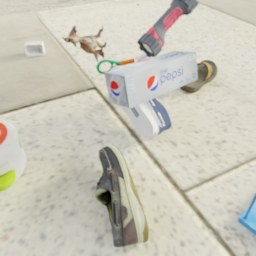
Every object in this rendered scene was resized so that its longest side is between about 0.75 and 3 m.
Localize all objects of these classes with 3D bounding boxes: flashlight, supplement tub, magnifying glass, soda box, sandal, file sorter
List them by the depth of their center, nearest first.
[{"bbox_3d":[4.421,2.047,6.278,1.945,1.719,2.803,-30,49,-29],"label":"file sorter"},{"bbox_3d":[0.770,-1.542,8.406,2.922,0.927,0.997,-25,29,-31],"label":"soda box"},{"bbox_3d":[1.354,-3.415,9.233,2.422,0.820,0.823,-47,28,-6],"label":"flashlight"},{"bbox_3d":[-0.432,-2.192,9.697,1.371,0.546,0.154,-14,51,-10],"label":"magnifying glass"},{"bbox_3d":[0.929,-1.899,10.214,1.079,1.079,1.538,-9,58,-11],"label":"supplement tub"},{"bbox_3d":[3.103,-2.413,12.193,1.094,0.730,2.676,29,48,29],"label":"sandal"}]

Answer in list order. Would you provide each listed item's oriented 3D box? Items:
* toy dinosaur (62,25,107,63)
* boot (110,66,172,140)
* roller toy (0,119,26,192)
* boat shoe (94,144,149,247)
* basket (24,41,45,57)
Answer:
[{"bbox_3d":[-1.719,-3.453,11.451,1.519,2.241,0.962,5,82,4],"label":"toy dinosaur"},{"bbox_3d":[0.410,-0.929,9.580,1.222,0.984,2.704,-21,81,-47],"label":"boot"},{"bbox_3d":[-4.067,0.728,7.961,2.149,1.502,1.961,5,41,6],"label":"roller toy"},{"bbox_3d":[-0.390,1.618,7.272,0.983,1.069,2.991,-10,46,-18],"label":"boat shoe"},{"bbox_3d":[-4.702,-4.020,14.168,0.919,0.623,0.567,-3,37,-3],"label":"basket"}]
